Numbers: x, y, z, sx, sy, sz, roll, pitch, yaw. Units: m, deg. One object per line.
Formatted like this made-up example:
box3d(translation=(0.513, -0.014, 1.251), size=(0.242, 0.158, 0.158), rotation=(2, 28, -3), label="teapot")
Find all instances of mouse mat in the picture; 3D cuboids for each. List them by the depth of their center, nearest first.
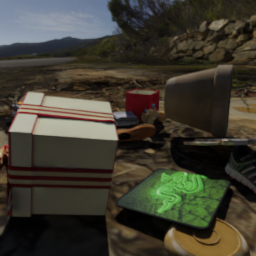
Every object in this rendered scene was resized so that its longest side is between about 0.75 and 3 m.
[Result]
box3d(translation=(1.210, 1.581, 6.903), size=(2.158, 0.101, 2.681), rotation=(7, 14, 28), label="mouse mat")

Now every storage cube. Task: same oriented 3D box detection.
box3d(translation=(0.725, -1.145, 13.928), size=(1.503, 1.351, 1.285), rotation=(10, 20, 27), label="storage cube")

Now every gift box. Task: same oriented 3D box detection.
box3d(translation=(-1.622, 0.755, 6.391), size=(2.359, 2.527, 2.331), rotation=(6, 21, -12), label="gift box")

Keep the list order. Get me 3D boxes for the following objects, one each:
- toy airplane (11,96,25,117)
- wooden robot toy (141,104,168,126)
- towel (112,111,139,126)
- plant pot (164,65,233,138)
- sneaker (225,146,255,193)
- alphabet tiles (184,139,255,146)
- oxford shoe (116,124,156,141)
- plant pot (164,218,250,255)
box3d(translation=(-4.701, -0.951, 13.466), size=(1.763, 1.250, 1.771), rotation=(-6, 19, -20), label="toy airplane")
box3d(translation=(1.236, -0.392, 12.212), size=(0.951, 0.923, 2.096), rotation=(7, -8, -12), label="wooden robot toy")
box3d(translation=(-0.153, -0.441, 13.077), size=(1.127, 0.482, 0.933), rotation=(-5, 19, -21), label="towel")
box3d(translation=(2.780, -1.074, 11.132), size=(2.424, 2.793, 2.793), rotation=(4, 18, 21), label="plant pot")
box3d(translation=(3.507, 1.098, 7.301), size=(0.837, 0.992, 2.268), rotation=(-8, 19, -25), label="sneaker")
box3d(translation=(3.295, 0.447, 9.279), size=(2.589, 0.193, 2.647), rotation=(-1, -2, -9), label="alphabet tiles")
box3d(translation=(0.282, 0.264, 10.693), size=(1.652, 0.589, 0.589), rotation=(-11, 13, -2), label="oxford shoe")
box3d(translation=(1.482, 2.121, 5.348), size=(1.573, 0.216, 1.573), rotation=(-1, 17, 0), label="plant pot")
